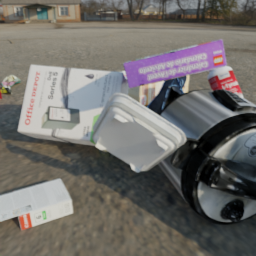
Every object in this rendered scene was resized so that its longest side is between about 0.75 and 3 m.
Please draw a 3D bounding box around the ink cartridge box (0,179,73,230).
[{"bbox_3d":[-1.989,1.596,5.686,1.539,0.387,0.838,-13,28,-24],"label":"ink cartridge box"}]

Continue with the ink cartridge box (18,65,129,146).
[{"bbox_3d":[-1.533,-0.595,8.149,2.776,2.020,1.166,6,-9,10],"label":"ink cartridge box"}]

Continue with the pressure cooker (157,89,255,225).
[{"bbox_3d":[1.898,0.600,5.643,2.300,2.336,2.616,-24,28,-6],"label":"pressure cooker"}]

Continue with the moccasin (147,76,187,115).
[{"bbox_3d":[1.404,-0.985,8.797,0.715,0.843,2.096,7,56,46],"label":"moccasin"}]

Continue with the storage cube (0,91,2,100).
[{"bbox_3d":[-6.730,-1.957,11.784,2.030,1.825,1.735,13,27,24],"label":"storage cube"}]

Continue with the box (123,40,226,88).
[{"bbox_3d":[0.942,-1.533,6.818,1.975,0.564,2.886,-13,12,5],"label":"box"}]

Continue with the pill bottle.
[{"bbox_3d":[3.032,-1.429,8.948,0.801,1.426,0.801,-20,-5,-2],"label":"pill bottle"}]

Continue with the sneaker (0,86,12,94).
[{"bbox_3d":[-5.775,-1.730,13.155,0.410,0.361,0.970,-31,31,-33],"label":"sneaker"}]

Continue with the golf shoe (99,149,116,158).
[{"bbox_3d":[0.115,0.420,6.944,1.737,0.821,0.675,18,28,-36],"label":"golf shoe"}]

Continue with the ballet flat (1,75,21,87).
[{"bbox_3d":[-5.946,-2.360,14.183,0.507,0.522,1.468,-18,20,17],"label":"ballet flat"}]

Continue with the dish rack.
[{"bbox_3d":[0.049,0.216,4.777,1.394,1.624,0.354,33,57,-4],"label":"dish rack"}]

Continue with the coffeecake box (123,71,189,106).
[{"bbox_3d":[0.944,-1.986,12.755,2.905,1.061,2.229,-18,30,-34],"label":"coffeecake box"}]
